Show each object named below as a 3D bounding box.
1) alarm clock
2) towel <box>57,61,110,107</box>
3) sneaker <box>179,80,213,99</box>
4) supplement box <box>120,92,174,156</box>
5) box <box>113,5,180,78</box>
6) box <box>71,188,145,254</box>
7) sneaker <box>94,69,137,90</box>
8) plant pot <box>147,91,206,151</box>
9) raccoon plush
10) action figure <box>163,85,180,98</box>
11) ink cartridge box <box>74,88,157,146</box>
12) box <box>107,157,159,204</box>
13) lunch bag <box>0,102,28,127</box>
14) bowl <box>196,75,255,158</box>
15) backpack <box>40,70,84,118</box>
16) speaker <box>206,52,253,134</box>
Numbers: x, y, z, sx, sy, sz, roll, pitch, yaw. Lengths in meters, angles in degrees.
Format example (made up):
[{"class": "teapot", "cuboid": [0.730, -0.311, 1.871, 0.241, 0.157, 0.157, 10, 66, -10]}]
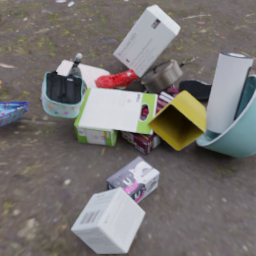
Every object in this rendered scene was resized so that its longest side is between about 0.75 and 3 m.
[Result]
[{"class": "alarm clock", "cuboid": [1.675, -2.421, 12.403, 2.690, 0.895, 1.814, -27, 19, 15]}, {"class": "towel", "cuboid": [-2.339, -1.984, 12.874, 2.398, 0.405, 2.511, 15, 52, 6]}, {"class": "sneaker", "cuboid": [3.419, -1.644, 12.665, 2.305, 0.826, 0.954, 10, 6, 6]}, {"class": "supplement box", "cuboid": [1.027, -0.211, 10.717, 2.461, 0.749, 1.340, -38, 56, -26]}, {"class": "box", "cuboid": [0.937, -4.146, 13.292, 1.687, 2.567, 2.581, 39, 29, -6]}, {"class": "box", "cuboid": [-0.505, 2.451, 7.341, 1.259, 1.084, 1.265, -27, 20, 44]}, {"class": "sneaker", "cuboid": [-0.425, -2.191, 12.138, 2.139, 1.236, 0.838, -24, 86, -54]}, {"class": "plant pot", "cuboid": [1.807, -0.360, 9.595, 1.467, 1.468, 1.294, 40, 49, -4]}, {"class": "raccoon plush", "cuboid": [-1.980, -2.209, 11.871, 1.043, 1.557, 0.753, 22, 37, -20]}, {"class": "action figure", "cuboid": [2.036, -1.741, 12.626, 1.075, 0.801, 0.720, 23, 52, -25]}, {"class": "ink cartridge box", "cuboid": [-0.397, -0.375, 10.720, 2.787, 1.056, 2.060, 7, 51, 6]}, {"class": "box", "cuboid": [0.157, 1.736, 8.712, 1.423, 0.816, 0.940, -32, 52, -30]}, {"class": "lunch bag", "cuboid": [-4.586, -0.555, 10.854, 1.459, 1.099, 0.686, -17, 75, -41]}, {"class": "bowl", "cuboid": [3.910, -0.157, 9.633, 1.564, 2.990, 2.990, 35, 46, -5]}, {"class": "backpack", "cuboid": [-2.387, -1.083, 10.104, 1.475, 1.286, 1.678, 9, 38, -23]}, {"class": "speaker", "cuboid": [3.417, -1.179, 9.748, 1.091, 2.686, 1.091, 6, 23, -3]}]
